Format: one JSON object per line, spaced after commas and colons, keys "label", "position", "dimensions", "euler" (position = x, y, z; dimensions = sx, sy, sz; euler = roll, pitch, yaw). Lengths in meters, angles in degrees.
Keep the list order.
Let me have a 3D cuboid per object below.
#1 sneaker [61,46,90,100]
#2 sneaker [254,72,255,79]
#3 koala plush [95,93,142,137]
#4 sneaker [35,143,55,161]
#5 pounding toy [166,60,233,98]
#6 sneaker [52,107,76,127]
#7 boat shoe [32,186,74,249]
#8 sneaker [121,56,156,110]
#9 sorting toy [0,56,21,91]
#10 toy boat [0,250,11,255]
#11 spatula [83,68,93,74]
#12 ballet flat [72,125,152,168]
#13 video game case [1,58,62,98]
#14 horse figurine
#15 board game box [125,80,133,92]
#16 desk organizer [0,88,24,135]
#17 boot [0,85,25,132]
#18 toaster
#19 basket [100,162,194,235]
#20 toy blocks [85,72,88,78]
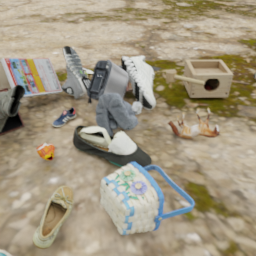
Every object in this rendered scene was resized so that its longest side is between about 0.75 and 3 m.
{"label": "sneaker", "position": [-2.315, -2.062, 10.965], "dimensions": [1.210, 2.096, 0.786], "euler": [-30, -9, 29]}
{"label": "sneaker", "position": [5.942, -2.258, 12.444], "dimensions": [0.495, 0.479, 1.188], "euler": [16, 44, -3]}
{"label": "koala plush", "position": [-0.231, -0.470, 9.050], "dimensions": [1.319, 1.367, 1.488], "euler": [-25, -6, 28]}
{"label": "sneaker", "position": [-2.260, 0.707, 7.784], "dimensions": [0.446, 0.471, 1.221], "euler": [-31, 1, -3]}
{"label": "pounding toy", "position": [2.667, -1.750, 10.989], "dimensions": [2.453, 1.122, 2.155], "euler": [-1, 35, -1]}
{"label": "sneaker", "position": [-2.205, -0.400, 9.606], "dimensions": [0.366, 0.413, 0.978], "euler": [32, 49, 20]}
{"label": "boat shoe", "position": [-1.514, 1.810, 5.987], "dimensions": [0.549, 0.469, 1.497], "euler": [24, 40, -8]}
{"label": "sneaker", "position": [0.571, -1.810, 10.504], "dimensions": [1.054, 0.978, 2.602], "euler": [-14, 58, -12]}
{"label": "sorting toy", "position": [-4.261, -1.910, 10.268], "dimensions": [2.472, 1.392, 0.337], "euler": [-5, -4, -32]}
{"label": "toy boat", "position": [-2.673, 2.507, 4.684], "dimensions": [1.537, 0.714, 1.292], "euler": [43, 72, -2]}
{"label": "spatula", "position": [-2.254, -2.689, 13.190], "dimensions": [0.849, 0.098, 1.220], "euler": [-21, 35, -38]}
{"label": "ballet flat", "position": [-0.538, 0.495, 7.998], "dimensions": [2.526, 0.864, 0.859], "euler": [14, 39, 19]}
{"label": "video game case", "position": [-3.419, -1.847, 10.148], "dimensions": [0.174, 1.425, 1.994], "euler": [-22, -2, 36]}
{"label": "horse figurine", "position": [2.053, -0.045, 8.844], "dimensions": [1.552, 0.387, 1.029], "euler": [-13, 69, 20]}
{"label": "board game box", "position": [-0.468, -1.978, 11.698], "dimensions": [1.413, 0.684, 1.126], "euler": [-20, 40, -25]}
{"label": "desk organizer", "position": [-4.932, -0.183, 8.837], "dimensions": [2.911, 1.044, 1.121], "euler": [-25, 44, -31]}
{"label": "boot", "position": [-3.749, -0.316, 8.161], "dimensions": [1.317, 0.683, 2.017], "euler": [-11, 60, 38]}
{"label": "toaster", "position": [-0.731, -1.542, 10.260], "dimensions": [1.126, 1.743, 0.991], "euler": [17, 0, -43]}
{"label": "basket", "position": [0.382, 1.503, 6.233], "dimensions": [1.755, 1.220, 1.547], "euler": [-8, 32, -34]}
{"label": "toy blocks", "position": [-2.035, -2.129, 12.222], "dimensions": [0.577, 0.422, 0.844], "euler": [-16, 48, -1]}
